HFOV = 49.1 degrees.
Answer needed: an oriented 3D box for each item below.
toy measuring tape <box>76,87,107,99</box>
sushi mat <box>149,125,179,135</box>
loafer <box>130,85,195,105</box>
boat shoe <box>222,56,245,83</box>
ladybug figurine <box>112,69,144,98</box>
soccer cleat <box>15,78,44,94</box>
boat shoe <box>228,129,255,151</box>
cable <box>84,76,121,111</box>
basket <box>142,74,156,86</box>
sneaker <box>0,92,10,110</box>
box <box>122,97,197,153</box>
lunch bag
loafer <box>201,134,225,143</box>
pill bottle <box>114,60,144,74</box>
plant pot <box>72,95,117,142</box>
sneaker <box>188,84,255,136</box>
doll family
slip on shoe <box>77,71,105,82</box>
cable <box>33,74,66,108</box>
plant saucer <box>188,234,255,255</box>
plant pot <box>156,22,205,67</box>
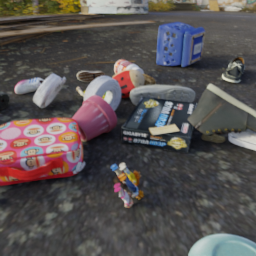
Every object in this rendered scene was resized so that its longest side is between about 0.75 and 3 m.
[{"bbox_3d":[-1.622,-1.727,13.303,0.995,0.995,2.706,-15,25,-25],"label":"toy measuring tape"},{"bbox_3d":[1.201,0.064,9.425,0.964,0.058,0.461,-8,31,-13],"label":"sushi mat"},{"bbox_3d":[1.556,-1.540,12.785,2.968,1.038,1.036,1,29,-9],"label":"loafer"},{"bbox_3d":[6.197,-3.399,16.297,1.055,0.994,2.939,20,36,20],"label":"boat shoe"},{"bbox_3d":[-0.148,-2.030,13.300,1.919,1.302,0.690,-22,19,29],"label":"ladybug figurine"},{"bbox_3d":[-4.966,-2.170,14.412,0.773,0.626,1.791,15,32,24],"label":"soccer cleat"},{"bbox_3d":[4.836,0.350,9.485,2.724,0.890,1.002,13,31,22],"label":"boat shoe"},{"bbox_3d":[-1.028,-1.260,11.586,0.598,1.727,1.728,29,46,31],"label":"cable"},{"bbox_3d":[0.570,-2.238,14.021,1.563,1.116,1.165,10,31,17],"label":"basket"},{"bbox_3d":[-6.574,-1.020,11.988,1.466,0.978,2.559,12,28,25],"label":"sneaker"},{"bbox_3d":[1.303,-0.237,10.767,2.381,0.689,2.995,9,30,15],"label":"box"},{"bbox_3d":[-2.797,0.719,8.508,2.846,1.166,2.507,-6,29,-11],"label":"lunch bag"},{"bbox_3d":[3.094,0.337,10.148,0.851,0.287,0.323,5,29,9],"label":"loafer"},{"bbox_3d":[0.045,-3.199,15.919,0.988,0.988,1.803,-17,33,-28],"label":"pill bottle"},{"bbox_3d":[-1.359,-0.243,10.220,1.463,1.463,1.309,23,52,36],"label":"plant pot"},{"bbox_3d":[3.528,-0.059,9.313,2.925,1.554,1.094,39,19,21],"label":"sneaker"},{"bbox_3d":[0.062,1.496,7.520,0.624,0.859,1.384,-31,28,10],"label":"doll family"},{"bbox_3d":[-2.147,-2.945,15.879,1.613,0.613,0.489,-12,16,-26],"label":"slip on shoe"},{"bbox_3d":[-3.558,-1.643,12.455,0.561,1.622,1.622,36,21,-5],"label":"cable"},{"bbox_3d":[2.174,2.783,5.573,1.950,0.375,1.950,0,28,0],"label":"plant saucer"},{"bbox_3d":[3.510,-5.381,18.294,2.296,2.553,2.553,21,35,33],"label":"plant pot"}]
